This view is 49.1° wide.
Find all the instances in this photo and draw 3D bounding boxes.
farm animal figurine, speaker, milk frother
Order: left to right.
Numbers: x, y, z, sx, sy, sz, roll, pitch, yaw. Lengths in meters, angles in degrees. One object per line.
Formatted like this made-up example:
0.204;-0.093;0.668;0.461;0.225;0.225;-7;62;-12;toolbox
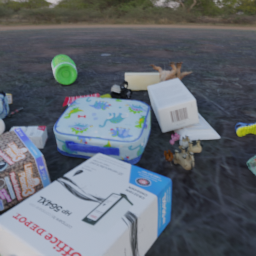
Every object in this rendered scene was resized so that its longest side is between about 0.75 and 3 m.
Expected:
-3.724;-3.414;16.222;1.313;1.313;2.969;-7;26;-15;speaker
-0.372;-1.818;13.020;0.886;0.942;0.850;20;24;28;milk frother
1.561;0.715;7.997;0.970;0.604;1.201;6;33;27;farm animal figurine

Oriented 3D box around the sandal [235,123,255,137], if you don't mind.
4.237;-0.016;9.847;1.108;0.440;0.482;-4;29;-12;sandal

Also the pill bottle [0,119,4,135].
-4.927;-0.222;9.917;0.759;0.759;1.343;-17;30;-32;pill bottle

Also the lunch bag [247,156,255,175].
4.064;0.935;7.260;1.274;0.912;1.496;-16;13;-16;lunch bag

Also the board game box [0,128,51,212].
-3.107;1.049;6.528;2.007;0.972;1.600;-24;37;-29;board game box

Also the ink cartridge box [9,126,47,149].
-3.274;0.314;9.118;1.100;0.459;0.799;-2;25;-4;ink cartridge box

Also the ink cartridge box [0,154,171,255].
-0.670;1.748;5.215;1.973;1.139;2.702;16;29;31;ink cartridge box

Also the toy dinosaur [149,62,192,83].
1.980;-2.190;13.368;2.603;1.764;1.117;-11;8;-42;toy dinosaur

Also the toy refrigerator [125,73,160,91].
1.056;-2.387;14.542;2.430;0.850;0.923;0;18;-2;toy refrigerator

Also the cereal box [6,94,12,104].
-6.363;-1.142;11.522;1.762;0.484;2.449;7;13;23;cereal box

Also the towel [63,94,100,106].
-2.080;-1.217;12.556;1.602;0.180;1.159;-7;25;0;towel

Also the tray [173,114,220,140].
2.285;-0.268;10.582;1.448;0.299;2.696;-2;25;-7;tray

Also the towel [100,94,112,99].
-1.219;-1.349;13.160;0.527;0.110;1.224;23;33;34;towel

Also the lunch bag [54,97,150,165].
-0.752;0.048;8.638;2.734;1.127;2.198;6;38;11;lunch bag

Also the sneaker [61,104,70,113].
-2.126;-0.715;11.370;1.173;0.435;0.519;-3;23;-6;sneaker

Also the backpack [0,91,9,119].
-5.174;-0.806;10.875;0.938;1.025;0.753;-6;26;-9;backpack

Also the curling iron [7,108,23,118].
-4.635;-0.666;11.522;0.251;0.129;1.012;-22;17;22;curling iron

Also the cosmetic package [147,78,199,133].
1.611;-0.937;10.587;1.352;0.950;2.666;-14;26;3;cosmetic package
